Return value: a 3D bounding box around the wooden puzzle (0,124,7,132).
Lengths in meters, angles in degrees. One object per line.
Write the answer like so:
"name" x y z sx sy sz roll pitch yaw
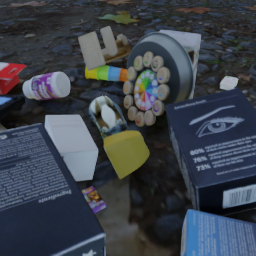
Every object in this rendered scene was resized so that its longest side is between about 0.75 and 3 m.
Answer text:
"wooden puzzle" -4.188 0.581 7.615 2.161 0.540 2.333 28 43 34

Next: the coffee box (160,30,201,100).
"coffee box" 1.585 -1.939 9.525 1.352 2.392 0.955 13 45 19

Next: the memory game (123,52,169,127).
"memory game" 0.473 -1.164 8.582 0.147 2.301 2.301 1 30 -34

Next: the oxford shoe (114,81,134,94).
"oxford shoe" -0.108 -1.464 10.510 1.018 0.430 0.370 16 52 -23

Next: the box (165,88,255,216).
"box" 2.092 0.492 6.385 1.909 1.346 2.580 -13 43 3

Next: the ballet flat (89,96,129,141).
"ballet flat" -0.642 -0.444 8.641 1.051 1.051 2.832 -14 36 -18

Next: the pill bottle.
"pill bottle" -2.950 -1.465 10.036 1.588 0.891 0.891 -5 31 26

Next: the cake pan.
"cake pan" 0.899 -1.705 9.039 0.478 2.608 2.608 -27 43 -37

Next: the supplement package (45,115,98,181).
"supplement package" -1.521 0.477 7.138 0.958 0.961 1.639 -1 34 -27

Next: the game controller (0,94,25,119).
"game controller" -4.309 -0.718 9.042 2.358 0.497 1.230 7 29 42

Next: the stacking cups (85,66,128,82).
"stacking cups" -0.542 -2.150 11.383 2.333 0.706 0.706 12 36 9

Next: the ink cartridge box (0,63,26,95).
"ink cartridge box" -5.341 -1.898 10.885 2.500 0.841 1.452 5 35 7

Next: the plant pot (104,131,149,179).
"plant pot" 0.001 0.546 6.900 0.916 0.890 0.896 -26 13 0

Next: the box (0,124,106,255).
"box" -1.613 1.608 4.480 1.529 2.120 2.856 -15 35 -27

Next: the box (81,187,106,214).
"box" -1.045 1.738 6.274 0.915 0.179 0.626 -23 39 -28

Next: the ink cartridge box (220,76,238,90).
"ink cartridge box" 3.992 -1.746 11.159 0.499 0.287 0.853 20 40 26

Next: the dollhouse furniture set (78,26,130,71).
"dollhouse furniture set" -0.761 -3.006 12.021 1.865 1.961 1.598 -19 70 5

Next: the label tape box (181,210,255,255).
"label tape box" 2.064 2.470 4.745 2.307 0.763 1.653 12 36 6
